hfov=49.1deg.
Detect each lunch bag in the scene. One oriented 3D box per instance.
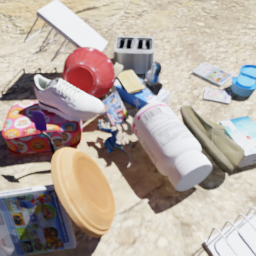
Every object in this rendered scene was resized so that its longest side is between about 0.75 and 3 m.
[{"bbox_3d":[-3.172,-0.252,10.642,2.771,1.135,2.441,-5,45,-5],"label":"lunch bag"}]

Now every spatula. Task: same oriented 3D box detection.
[{"bbox_3d":[-2.604,0.390,9.144,0.589,2.085,0.214,4,36,32],"label":"spatula"}]

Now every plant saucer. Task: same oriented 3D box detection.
[{"bbox_3d":[-1.076,1.614,7.570,0.482,2.574,2.574,-30,46,10],"label":"plant saucer"}]

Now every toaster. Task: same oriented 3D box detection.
[{"bbox_3d":[0.276,-3.557,13.805,2.016,1.323,2.230,3,46,4],"label":"toaster"}]

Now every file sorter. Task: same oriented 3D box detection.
[{"bbox_3d":[3.242,2.974,7.450,1.852,1.153,1.285,-19,49,-19],"label":"file sorter"},{"bbox_3d":[-2.820,-3.893,12.793,2.951,1.837,2.048,37,36,-15],"label":"file sorter"}]

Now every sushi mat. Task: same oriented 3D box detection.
[{"bbox_3d":[0.096,-2.010,12.087,0.804,0.102,1.680,-16,42,-12],"label":"sushi mat"}]

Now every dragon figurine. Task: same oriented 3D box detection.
[{"bbox_3d":[-0.425,0.530,10.076,0.620,1.047,2.107,-6,68,-46],"label":"dragon figurine"}]

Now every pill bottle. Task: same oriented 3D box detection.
[{"bbox_3d":[1.403,0.595,9.407,1.596,1.596,2.816,-19,53,-18],"label":"pill bottle"}]

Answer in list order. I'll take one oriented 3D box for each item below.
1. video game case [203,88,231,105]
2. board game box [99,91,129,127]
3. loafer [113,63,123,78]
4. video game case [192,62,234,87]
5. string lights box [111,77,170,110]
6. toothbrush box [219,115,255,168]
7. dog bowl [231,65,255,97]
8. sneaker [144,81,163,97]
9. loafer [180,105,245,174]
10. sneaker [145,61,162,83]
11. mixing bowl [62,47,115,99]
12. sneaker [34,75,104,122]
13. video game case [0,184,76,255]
[{"bbox_3d":[3.994,-1.442,12.565,1.130,0.102,0.809,13,47,13],"label":"video game case"},{"bbox_3d":[-0.738,-0.669,11.150,1.222,0.377,1.223,-27,95,-31],"label":"board game box"},{"bbox_3d":[-1.468,-2.144,12.024,2.630,0.898,0.995,-30,19,2],"label":"loafer"},{"bbox_3d":[4.137,-2.632,13.716,1.639,0.148,1.173,35,55,30],"label":"video game case"},{"bbox_3d":[0.507,-1.482,12.159,2.332,0.688,1.198,31,51,27],"label":"string lights box"},{"bbox_3d":[4.218,0.463,10.224,1.267,0.738,1.731,-11,47,-12],"label":"toothbrush box"},{"bbox_3d":[5.557,-2.197,13.015,1.196,0.532,2.145,28,52,25],"label":"dog bowl"},{"bbox_3d":[0.977,-1.622,10.632,0.345,0.490,0.923,14,30,-45],"label":"sneaker"},{"bbox_3d":[2.914,0.242,9.926,1.007,1.135,2.985,-31,61,-3],"label":"loafer"},{"bbox_3d":[1.027,-2.321,12.267,0.592,1.578,0.684,-38,63,-24],"label":"sneaker"},{"bbox_3d":[-1.680,-1.963,10.881,2.167,2.167,1.173,6,25,6],"label":"mixing bowl"},{"bbox_3d":[-2.154,-1.065,9.767,2.806,1.129,1.072,14,41,21],"label":"sneaker"},{"bbox_3d":[-2.797,2.435,7.093,2.626,1.881,0.237,-8,19,1],"label":"video game case"}]
